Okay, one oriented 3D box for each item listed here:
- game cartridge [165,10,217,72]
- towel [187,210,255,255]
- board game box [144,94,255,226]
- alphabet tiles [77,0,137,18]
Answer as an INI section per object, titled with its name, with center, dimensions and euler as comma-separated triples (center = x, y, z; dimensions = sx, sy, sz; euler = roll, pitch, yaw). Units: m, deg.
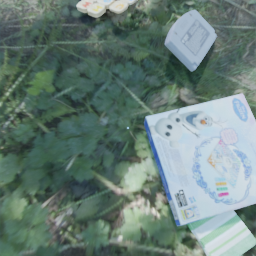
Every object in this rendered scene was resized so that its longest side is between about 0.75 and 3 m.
[game cartridge]
center = 2.001, -2.877, 8.953
dimensions = 1.372, 0.416, 2.058
euler = 45, 56, -13
[towel]
center = 2.320, 2.571, 7.343
dimensions = 1.332, 0.204, 1.746
euler = -29, 69, -13
[board game box]
center = 2.263, 0.766, 7.622
dimensions = 2.944, 0.642, 2.958
euler = -14, 71, -7
[alphabet tiles]
center = -0.608, -4.796, 9.883
dimensions = 2.462, 0.180, 2.408
euler = -44, 55, -15
